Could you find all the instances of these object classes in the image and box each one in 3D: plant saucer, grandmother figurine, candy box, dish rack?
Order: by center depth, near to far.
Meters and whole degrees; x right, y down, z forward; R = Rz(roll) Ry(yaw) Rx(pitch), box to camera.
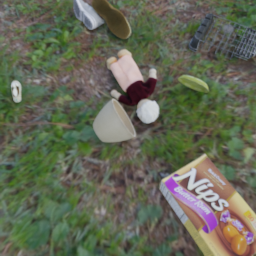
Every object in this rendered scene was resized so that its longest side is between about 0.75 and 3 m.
[{"bbox_3d":[2.351,2.329,7.866,1.653,0.800,2.832,-27,64,-16],"label":"candy box"},{"bbox_3d":[2.356,-1.611,10.055,1.182,1.182,0.184,25,90,15],"label":"plant saucer"},{"bbox_3d":[0.276,-1.488,10.163,1.806,0.902,2.978,-35,63,21],"label":"grandmother figurine"},{"bbox_3d":[4.060,-3.678,11.596,2.607,0.711,2.000,25,63,12],"label":"dish rack"}]

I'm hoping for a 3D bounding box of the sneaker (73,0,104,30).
[{"bbox_3d":[-1.813,-5.125,12.546,0.799,0.728,1.949,-24,68,-29],"label":"sneaker"}]

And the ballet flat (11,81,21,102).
[{"bbox_3d":[-4.163,-1.426,10.408,0.359,0.332,1.064,-17,60,-10],"label":"ballet flat"}]

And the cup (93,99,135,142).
[{"bbox_3d":[-0.540,-0.083,9.128,1.007,1.408,1.408,-31,61,10],"label":"cup"}]

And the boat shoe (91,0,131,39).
[{"bbox_3d":[-0.612,-4.760,12.141,0.850,0.753,2.323,-41,80,21],"label":"boat shoe"}]
